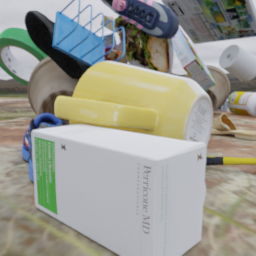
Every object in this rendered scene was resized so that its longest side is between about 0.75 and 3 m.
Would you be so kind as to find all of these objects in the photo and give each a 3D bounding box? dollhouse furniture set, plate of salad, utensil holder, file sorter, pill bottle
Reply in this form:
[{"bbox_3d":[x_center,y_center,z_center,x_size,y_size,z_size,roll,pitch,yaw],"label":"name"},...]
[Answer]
[{"bbox_3d":[-0.838,-3.471,11.895,2.247,2.223,1.158,36,23,25],"label":"dollhouse furniture set"},{"bbox_3d":[0.366,-2.713,8.979,0.693,2.887,2.887,-29,21,-23],"label":"plate of salad"},{"bbox_3d":[3.892,-2.274,9.812,1.122,0.954,0.954,22,-1,-26],"label":"utensil holder"},{"bbox_3d":[-0.938,-2.332,7.044,0.956,1.081,1.557,-22,-30,39],"label":"file sorter"},{"bbox_3d":[6.788,-1.314,15.553,1.292,1.292,2.326,-4,10,-22],"label":"pill bottle"}]

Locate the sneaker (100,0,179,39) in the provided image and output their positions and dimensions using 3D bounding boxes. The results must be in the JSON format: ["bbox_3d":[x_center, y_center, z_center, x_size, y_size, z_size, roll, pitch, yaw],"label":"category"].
[{"bbox_3d":[0.148,-3.140,7.520,2.575,0.903,1.056,39,37,23],"label":"sneaker"}]

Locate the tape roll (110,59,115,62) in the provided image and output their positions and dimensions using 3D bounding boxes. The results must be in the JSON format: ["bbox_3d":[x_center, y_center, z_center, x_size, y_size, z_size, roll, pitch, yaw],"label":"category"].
[{"bbox_3d":[-1.232,-3.141,13.811,2.330,2.330,0.426,-8,23,-42],"label":"tape roll"}]

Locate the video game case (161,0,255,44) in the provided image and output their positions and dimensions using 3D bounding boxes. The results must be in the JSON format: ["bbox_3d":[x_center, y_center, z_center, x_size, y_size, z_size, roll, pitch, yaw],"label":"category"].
[{"bbox_3d":[2.988,-3.939,9.805,2.681,0.324,2.941,5,-14,38],"label":"video game case"}]

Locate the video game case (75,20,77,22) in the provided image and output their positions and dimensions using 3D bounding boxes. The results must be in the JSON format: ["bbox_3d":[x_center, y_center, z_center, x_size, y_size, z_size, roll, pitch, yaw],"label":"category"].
[{"bbox_3d":[-2.465,-3.346,12.961,0.288,2.431,2.213,3,44,17],"label":"video game case"}]

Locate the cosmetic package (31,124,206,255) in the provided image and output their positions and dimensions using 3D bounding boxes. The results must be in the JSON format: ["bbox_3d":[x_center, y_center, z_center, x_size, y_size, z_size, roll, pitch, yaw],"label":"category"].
[{"bbox_3d":[-0.237,0.651,3.508,2.206,1.187,0.936,7,11,44],"label":"cosmetic package"}]

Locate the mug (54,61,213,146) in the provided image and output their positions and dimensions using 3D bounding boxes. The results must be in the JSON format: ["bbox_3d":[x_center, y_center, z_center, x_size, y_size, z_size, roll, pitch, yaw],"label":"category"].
[{"bbox_3d":[0.242,-0.052,5.531,2.286,2.230,2.784,12,36,35],"label":"mug"}]

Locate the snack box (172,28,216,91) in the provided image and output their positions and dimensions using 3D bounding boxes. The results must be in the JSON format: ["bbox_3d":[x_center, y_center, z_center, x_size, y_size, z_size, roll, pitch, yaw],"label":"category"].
[{"bbox_3d":[2.686,-3.005,12.093,0.691,2.608,1.855,-32,-44,23],"label":"snack box"}]

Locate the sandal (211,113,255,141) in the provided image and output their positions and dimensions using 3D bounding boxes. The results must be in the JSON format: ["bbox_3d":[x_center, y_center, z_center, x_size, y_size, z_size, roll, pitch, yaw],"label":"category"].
[{"bbox_3d":[3.418,-0.122,9.676,0.854,0.766,2.330,-7,11,-37],"label":"sandal"}]

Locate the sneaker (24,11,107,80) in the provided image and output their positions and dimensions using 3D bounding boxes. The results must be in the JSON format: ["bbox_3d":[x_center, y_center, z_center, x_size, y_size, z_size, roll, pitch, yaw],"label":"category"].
[{"bbox_3d":[-1.719,-2.481,8.689,0.871,2.901,1.513,-40,4,40],"label":"sneaker"}]

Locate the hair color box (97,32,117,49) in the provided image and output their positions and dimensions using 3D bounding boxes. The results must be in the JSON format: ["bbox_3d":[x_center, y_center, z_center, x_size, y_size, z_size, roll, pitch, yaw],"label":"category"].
[{"bbox_3d":[-0.924,-3.121,10.055,0.797,0.473,1.459,-16,22,-4],"label":"hair color box"}]

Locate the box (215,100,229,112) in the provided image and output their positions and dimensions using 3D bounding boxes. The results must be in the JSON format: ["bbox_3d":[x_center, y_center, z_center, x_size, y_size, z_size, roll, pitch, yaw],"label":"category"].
[{"bbox_3d":[5.786,-1.564,18.937,2.394,0.720,1.396,7,12,40],"label":"box"}]

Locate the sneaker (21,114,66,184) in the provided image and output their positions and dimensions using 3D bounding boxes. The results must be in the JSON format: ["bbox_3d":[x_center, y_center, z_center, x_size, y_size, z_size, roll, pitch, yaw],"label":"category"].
[{"bbox_3d":[-1.723,0.241,6.121,1.118,1.164,2.968,-3,10,-26],"label":"sneaker"}]

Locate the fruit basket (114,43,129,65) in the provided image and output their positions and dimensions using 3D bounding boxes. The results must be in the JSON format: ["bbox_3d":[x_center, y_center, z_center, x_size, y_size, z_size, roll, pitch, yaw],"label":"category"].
[{"bbox_3d":[0.547,-3.534,12.472,1.954,0.989,2.109,27,-44,-34],"label":"fruit basket"}]

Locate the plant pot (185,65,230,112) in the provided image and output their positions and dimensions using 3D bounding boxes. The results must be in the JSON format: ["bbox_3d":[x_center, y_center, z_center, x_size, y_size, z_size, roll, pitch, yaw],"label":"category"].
[{"bbox_3d":[4.323,-1.905,15.988,2.848,2.848,2.472,3,25,18],"label":"plant pot"}]

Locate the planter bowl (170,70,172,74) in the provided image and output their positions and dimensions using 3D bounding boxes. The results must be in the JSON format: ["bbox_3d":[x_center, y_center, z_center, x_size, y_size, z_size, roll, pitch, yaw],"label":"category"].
[{"bbox_3d":[1.120,-2.644,12.100,1.474,1.474,0.614,0,19,-1],"label":"planter bowl"}]

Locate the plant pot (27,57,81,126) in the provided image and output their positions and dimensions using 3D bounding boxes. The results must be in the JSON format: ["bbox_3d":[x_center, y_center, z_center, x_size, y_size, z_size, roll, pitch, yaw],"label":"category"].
[{"bbox_3d":[-2.168,-0.923,9.832,2.893,2.893,2.510,-2,27,-11],"label":"plant pot"}]

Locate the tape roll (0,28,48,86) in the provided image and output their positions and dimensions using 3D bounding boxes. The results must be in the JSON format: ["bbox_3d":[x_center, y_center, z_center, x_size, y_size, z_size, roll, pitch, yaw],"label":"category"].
[{"bbox_3d":[-4.021,-2.682,11.176,2.652,2.652,0.638,4,54,24],"label":"tape roll"}]

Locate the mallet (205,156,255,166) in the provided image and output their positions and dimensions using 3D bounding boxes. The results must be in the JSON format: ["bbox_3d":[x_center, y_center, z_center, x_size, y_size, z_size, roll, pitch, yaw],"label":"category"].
[{"bbox_3d":[2.024,0.701,5.612,2.776,0.571,0.914,-2,7,13],"label":"mallet"}]
